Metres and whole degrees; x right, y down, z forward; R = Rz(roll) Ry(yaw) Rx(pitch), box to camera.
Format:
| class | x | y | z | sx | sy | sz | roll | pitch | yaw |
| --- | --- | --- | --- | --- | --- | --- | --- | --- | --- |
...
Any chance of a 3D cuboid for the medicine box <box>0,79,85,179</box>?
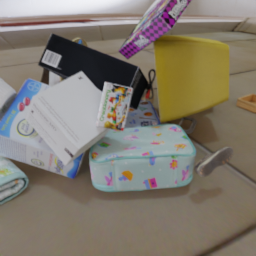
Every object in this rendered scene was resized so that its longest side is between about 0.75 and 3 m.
| class | x | y | z | sx | sy | sz | roll | pitch | yaw |
| --- | --- | --- | --- | --- | --- | --- | --- | --- | --- |
| medicine box | -2.178 | 0.010 | 7.913 | 2.250 | 1.158 | 2.049 | 19 | 53 | -6 |

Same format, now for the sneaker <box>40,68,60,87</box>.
| class | x | y | z | sx | sy | sz | roll | pitch | yaw |
| --- | --- | --- | --- | --- | --- | --- | --- | --- | --- |
| sneaker | -2.986 | -1.827 | 11.708 | 1.043 | 2.865 | 1.213 | 3 | -12 | 44 |

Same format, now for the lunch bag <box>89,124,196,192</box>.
| class | x | y | z | sx | sy | sz | roll | pitch | yaw |
| --- | --- | --- | --- | --- | --- | --- | --- | --- | --- |
| lunch bag | 0.373 | 0.742 | 7.838 | 2.845 | 1.097 | 2.282 | -4 | 20 | -5 |

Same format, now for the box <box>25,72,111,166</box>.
| class | x | y | z | sx | sy | sz | roll | pitch | yaw |
| --- | --- | --- | --- | --- | --- | --- | --- | --- | --- |
| box | -1.333 | -0.256 | 6.889 | 1.597 | 1.049 | 1.606 | 48 | 50 | 3 |

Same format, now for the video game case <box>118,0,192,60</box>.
| class | x | y | z | sx | sy | sz | roll | pitch | yaw |
| --- | --- | --- | --- | --- | --- | --- | --- | --- | --- |
| video game case | 1.026 | -3.400 | 8.142 | 2.548 | 0.503 | 2.811 | -56 | 17 | -15 |

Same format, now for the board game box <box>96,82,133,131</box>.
| class | x | y | z | sx | sy | sz | roll | pitch | yaw |
| --- | --- | --- | --- | --- | --- | --- | --- | --- | --- |
| board game box | -0.319 | -0.474 | 6.394 | 0.640 | 1.014 | 0.175 | 10 | 9 | -19 |

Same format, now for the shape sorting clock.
| class | x | y | z | sx | sy | sz | roll | pitch | yaw |
| --- | --- | --- | --- | --- | --- | --- | --- | --- | --- |
| shape sorting clock | -2.186 | -2.582 | 11.366 | 0.413 | 2.104 | 2.104 | 17 | 32 | 12 |

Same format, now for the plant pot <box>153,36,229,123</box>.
| class | x | y | z | sx | sy | sz | roll | pitch | yaw |
| --- | --- | --- | --- | --- | --- | --- | --- | --- | --- |
| plant pot | 2.061 | -1.845 | 9.414 | 2.239 | 2.538 | 2.539 | -5 | 21 | 7 |

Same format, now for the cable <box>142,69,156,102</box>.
| class | x | y | z | sx | sy | sz | roll | pitch | yaw |
| --- | --- | --- | --- | --- | --- | --- | --- | --- | --- |
| cable | 0.775 | -1.516 | 10.247 | 0.590 | 1.215 | 0.306 | 30 | 25 | 10 |

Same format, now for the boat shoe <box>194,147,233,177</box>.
| class | x | y | z | sx | sy | sz | roll | pitch | yaw |
| --- | --- | --- | --- | --- | --- | --- | --- | --- | --- |
| boat shoe | 2.018 | 0.742 | 6.697 | 1.075 | 0.400 | 0.394 | -29 | 22 | -14 |

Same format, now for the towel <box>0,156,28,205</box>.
| class | x | y | z | sx | sy | sz | roll | pitch | yaw |
| --- | --- | --- | --- | --- | --- | --- | --- | --- | --- |
| towel | -4.341 | 1.438 | 7.150 | 2.777 | 0.669 | 2.377 | -24 | 37 | -38 |

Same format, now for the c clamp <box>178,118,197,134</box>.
| class | x | y | z | sx | sy | sz | roll | pitch | yaw |
| --- | --- | --- | --- | --- | --- | --- | --- | --- | --- |
| c clamp | 2.018 | -0.102 | 10.317 | 0.909 | 0.144 | 1.064 | 16 | 44 | 29 |

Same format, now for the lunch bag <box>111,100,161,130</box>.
| class | x | y | z | sx | sy | sz | roll | pitch | yaw |
| --- | --- | --- | --- | --- | --- | --- | --- | --- | --- |
| lunch bag | 0.076 | -0.172 | 9.919 | 1.942 | 0.916 | 2.424 | -4 | 28 | -4 |

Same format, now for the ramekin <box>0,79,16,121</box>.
| class | x | y | z | sx | sy | sz | roll | pitch | yaw |
| --- | --- | --- | --- | --- | --- | --- | --- | --- | --- |
| ramekin | -3.494 | -0.671 | 7.456 | 0.576 | 1.237 | 1.237 | 30 | 28 | -8 |

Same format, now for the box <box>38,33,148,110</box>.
| class | x | y | z | sx | sy | sz | roll | pitch | yaw |
| --- | --- | --- | --- | --- | --- | --- | --- | --- | --- |
| box | -1.003 | -1.733 | 9.077 | 2.954 | 1.165 | 2.085 | 24 | -1 | 11 |

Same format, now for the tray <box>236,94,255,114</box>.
| class | x | y | z | sx | sy | sz | roll | pitch | yaw |
| --- | --- | --- | --- | --- | --- | --- | --- | --- | --- |
| tray | 5.777 | -0.825 | 11.653 | 1.075 | 0.403 | 2.179 | -18 | 32 | -29 |

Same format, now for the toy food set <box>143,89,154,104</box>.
| class | x | y | z | sx | sy | sz | roll | pitch | yaw |
| --- | --- | --- | --- | --- | --- | --- | --- | --- | --- |
| toy food set | 0.828 | -1.084 | 11.710 | 0.753 | 0.219 | 1.090 | -20 | 45 | 42 |
